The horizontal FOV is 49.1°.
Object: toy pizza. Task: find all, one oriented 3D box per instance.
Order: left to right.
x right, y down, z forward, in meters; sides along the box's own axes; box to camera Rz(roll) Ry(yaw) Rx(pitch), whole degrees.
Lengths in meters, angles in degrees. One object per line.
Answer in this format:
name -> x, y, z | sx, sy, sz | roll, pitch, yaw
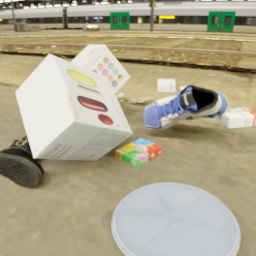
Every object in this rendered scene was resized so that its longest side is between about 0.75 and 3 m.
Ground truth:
toy pizza -> 0.981, 2.105, 6.030 | 2.665, 0.422, 2.665 | -1, 25, 0

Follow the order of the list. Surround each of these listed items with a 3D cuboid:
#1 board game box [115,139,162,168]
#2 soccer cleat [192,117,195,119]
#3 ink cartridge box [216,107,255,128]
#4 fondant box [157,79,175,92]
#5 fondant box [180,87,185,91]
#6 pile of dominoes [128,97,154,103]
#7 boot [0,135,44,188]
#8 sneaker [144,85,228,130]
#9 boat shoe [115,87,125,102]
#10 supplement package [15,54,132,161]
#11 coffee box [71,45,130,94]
board game box -> 0.354, 0.794, 9.159 | 0.964, 0.254, 1.260 | 21, 32, 39
soccer cleat -> 3.137, -1.041, 12.321 | 2.426, 1.015, 0.784 | -13, 27, -27
ink cartridge box -> 4.835, -0.470, 11.664 | 1.976, 0.497, 1.076 | -5, 25, -9
fondant box -> 2.212, -2.461, 16.250 | 1.007, 0.406, 1.396 | 3, 25, 6
fondant box -> 3.330, -2.117, 15.704 | 0.772, 0.225, 0.557 | 1, 24, 5
pile of dominoes -> 0.668, -1.473, 13.982 | 1.191, 0.190, 0.929 | -24, 19, -40
boot -> -2.893, 0.833, 8.338 | 2.241, 0.843, 1.676 | 15, 28, 30
sneaker -> 1.752, -0.784, 9.299 | 2.862, 1.156, 1.653 | -12, -14, 22
boat shoe -> -1.191, -1.623, 13.967 | 2.142, 0.732, 0.800 | -13, 27, -26
supplement package -> -1.507, -0.433, 7.946 | 2.308, 1.697, 2.207 | 11, 48, -53
coffee box -> -1.308, -2.092, 11.146 | 1.710, 1.694, 1.713 | -48, 31, -9
